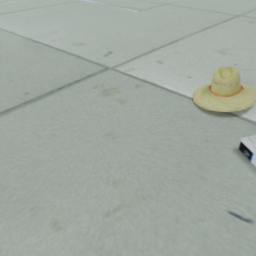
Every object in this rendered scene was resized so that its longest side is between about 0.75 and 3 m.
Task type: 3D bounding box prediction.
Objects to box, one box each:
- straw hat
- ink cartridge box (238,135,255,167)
[{"bbox_3d":[3.690,-1.702,10.544,2.664,1.128,2.664,-6,30,4],"label":"straw hat"},{"bbox_3d":[4.715,0.585,8.157,2.596,0.509,1.291,-11,37,-13],"label":"ink cartridge box"}]
